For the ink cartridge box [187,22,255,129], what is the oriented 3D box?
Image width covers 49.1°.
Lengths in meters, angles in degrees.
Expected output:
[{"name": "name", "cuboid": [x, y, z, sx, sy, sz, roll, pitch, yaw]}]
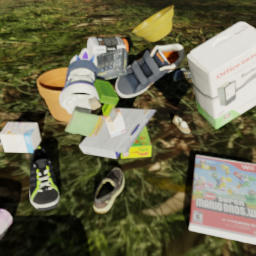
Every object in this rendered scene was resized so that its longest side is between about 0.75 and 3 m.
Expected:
[{"name": "ink cartridge box", "cuboid": [2.892, -1.407, 8.087, 1.818, 2.499, 1.050, -32, 51, -1]}]

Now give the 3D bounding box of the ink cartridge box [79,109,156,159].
[{"name": "ink cartridge box", "cuboid": [-0.322, 0.149, 9.984, 2.197, 0.476, 2.157, 7, 46, 38]}]

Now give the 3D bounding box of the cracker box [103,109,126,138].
[{"name": "cracker box", "cuboid": [-0.441, -0.149, 9.174, 0.553, 0.825, 0.238, -22, 30, -12]}]

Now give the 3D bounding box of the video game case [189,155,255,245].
[{"name": "video game case", "cuboid": [2.996, 1.992, 8.393, 2.119, 0.259, 2.964, 8, 35, 12]}]

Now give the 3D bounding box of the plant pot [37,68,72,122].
[{"name": "plant pot", "cuboid": [-2.568, -1.370, 12.060, 2.365, 1.656, 2.365, 0, 34, 0]}]

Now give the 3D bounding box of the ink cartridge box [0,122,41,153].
[{"name": "ink cartridge box", "cuboid": [-4.022, 0.349, 10.299, 1.281, 0.802, 0.823, 2, 35, 2]}]

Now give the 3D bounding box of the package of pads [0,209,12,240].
[{"name": "package of pads", "cuboid": [-3.826, 2.792, 6.833, 1.118, 0.702, 1.855, 9, 35, 8]}]

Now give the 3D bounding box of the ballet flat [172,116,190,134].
[{"name": "ballet flat", "cuboid": [2.160, -0.160, 11.457, 0.371, 0.344, 1.053, -17, 38, -23]}]

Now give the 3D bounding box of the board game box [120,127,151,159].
[{"name": "board game box", "cuboid": [0.167, 0.267, 10.688, 1.078, 0.505, 2.122, -4, 35, -5]}]

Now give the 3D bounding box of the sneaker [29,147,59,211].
[{"name": "sneaker", "cuboid": [-2.683, 1.449, 8.544, 0.843, 0.974, 2.352, -13, 36, -18]}]

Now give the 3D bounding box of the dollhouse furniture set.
[{"name": "dollhouse furniture set", "cuboid": [-0.865, -0.270, 7.202, 0.919, 1.839, 0.710, 9, 39, -32]}]

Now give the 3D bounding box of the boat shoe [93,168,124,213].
[{"name": "boat shoe", "cuboid": [-0.538, 1.763, 8.453, 0.635, 0.562, 1.735, 9, 35, 12]}]

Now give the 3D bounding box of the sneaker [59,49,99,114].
[{"name": "sneaker", "cuboid": [-1.454, -1.587, 8.501, 1.121, 2.037, 2.782, 2, -8, -10]}]

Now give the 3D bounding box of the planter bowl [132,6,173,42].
[{"name": "planter bowl", "cuboid": [1.103, -3.870, 10.849, 1.826, 0.760, 1.826, -28, 23, 13]}]

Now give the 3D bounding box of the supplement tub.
[{"name": "supplement tub", "cuboid": [-0.797, -3.094, 10.965, 1.461, 0.895, 0.895, -9, 35, -22]}]

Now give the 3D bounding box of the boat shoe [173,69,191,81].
[{"name": "boat shoe", "cuboid": [3.019, -2.883, 15.269, 0.644, 0.502, 1.419, 16, 35, 29]}]

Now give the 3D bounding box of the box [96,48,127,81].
[{"name": "box", "cuboid": [-0.574, -2.121, 9.458, 1.148, 0.293, 0.905, -9, 69, 32]}]

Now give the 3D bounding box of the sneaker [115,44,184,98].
[{"name": "sneaker", "cuboid": [0.699, -1.975, 9.241, 2.591, 1.029, 1.016, -34, 84, -6]}]
